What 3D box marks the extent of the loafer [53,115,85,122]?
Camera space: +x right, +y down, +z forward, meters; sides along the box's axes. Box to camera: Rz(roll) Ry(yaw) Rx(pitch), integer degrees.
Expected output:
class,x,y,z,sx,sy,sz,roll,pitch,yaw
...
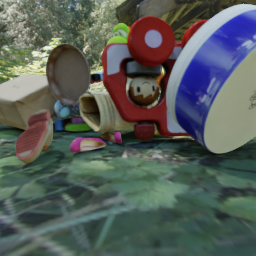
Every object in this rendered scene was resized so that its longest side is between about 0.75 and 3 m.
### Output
class,x,y,z,sx,sy,sz,roll,pitch,yaw
loafer,-1.755,-0.485,9.159,1.751,0.610,0.659,-2,5,-18

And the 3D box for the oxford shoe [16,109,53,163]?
class,x,y,z,sx,sy,sz,roll,pitch,yaw
oxford shoe,-1.528,0.203,4.890,0.505,0.536,1.434,-14,31,7

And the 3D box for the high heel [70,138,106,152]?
class,x,y,z,sx,sy,sz,roll,pitch,yaw
high heel,-0.760,0.341,5.331,0.378,0.266,0.789,11,6,23

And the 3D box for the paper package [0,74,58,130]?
class,x,y,z,sx,sy,sz,roll,pitch,yaw
paper package,-2.877,-0.813,7.898,1.726,0.893,1.646,12,38,35

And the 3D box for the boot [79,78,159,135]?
class,x,y,z,sx,sy,sz,roll,pitch,yaw
boot,-0.363,-0.802,7.167,1.911,0.895,2.459,0,47,-32

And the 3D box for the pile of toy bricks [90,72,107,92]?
class,x,y,z,sx,sy,sz,roll,pitch,yaw
pile of toy bricks,-0.285,-1.157,9.593,1.431,1.608,2.899,-18,24,-24

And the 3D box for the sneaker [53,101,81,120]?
class,x,y,z,sx,sy,sz,roll,pitch,yaw
sneaker,-1.384,-0.587,7.606,0.666,0.553,1.395,3,19,36

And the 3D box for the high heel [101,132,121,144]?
class,x,y,z,sx,sy,sz,roll,pitch,yaw
high heel,-0.370,0.226,6.163,0.375,0.263,0.780,-9,4,-12

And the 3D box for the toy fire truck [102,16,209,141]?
class,x,y,z,sx,sy,sz,roll,pitch,yaw
toy fire truck,0.889,-0.949,6.234,2.867,2.407,1.607,-2,-4,-12

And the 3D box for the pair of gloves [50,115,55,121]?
class,x,y,z,sx,sy,sz,roll,pitch,yaw
pair of gloves,-2.237,-0.493,8.268,0.888,0.183,1.044,3,44,36

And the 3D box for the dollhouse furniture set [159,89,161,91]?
class,x,y,z,sx,sy,sz,roll,pitch,yaw
dollhouse furniture set,1.516,-1.211,8.126,0.924,2.394,1.197,-2,38,-39

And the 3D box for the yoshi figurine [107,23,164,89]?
class,x,y,z,sx,sy,sz,roll,pitch,yaw
yoshi figurine,0.129,-1.888,7.982,1.176,2.093,1.172,-31,18,25

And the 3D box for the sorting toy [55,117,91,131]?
class,x,y,z,sx,sy,sz,roll,pitch,yaw
sorting toy,-1.636,-0.263,7.897,0.849,0.580,1.413,-6,9,-36

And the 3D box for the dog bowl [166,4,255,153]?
class,x,y,z,sx,sy,sz,roll,pitch,yaw
dog bowl,1.921,-0.767,4.944,2.451,2.451,0.965,-7,40,-35

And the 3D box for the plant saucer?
class,x,y,z,sx,sy,sz,roll,pitch,yaw
plant saucer,-1.458,-1.326,6.999,1.501,1.501,0.259,6,16,32
